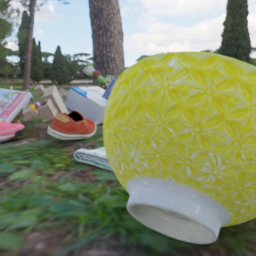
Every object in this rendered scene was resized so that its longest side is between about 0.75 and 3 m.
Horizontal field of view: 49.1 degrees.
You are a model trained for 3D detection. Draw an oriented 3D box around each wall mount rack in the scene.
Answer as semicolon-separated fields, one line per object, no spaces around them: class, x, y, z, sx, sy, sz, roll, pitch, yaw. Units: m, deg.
wall mount rack;-3.887;-0.909;8.418;0.354;0.825;0.949;42;12;32

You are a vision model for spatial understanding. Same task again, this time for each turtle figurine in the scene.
turtle figurine;-1.040;-2.935;15.954;2.697;2.782;2.002;38;43;-5

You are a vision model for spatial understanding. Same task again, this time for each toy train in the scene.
toy train;-4.490;-0.417;11.724;1.643;0.608;2.187;-22;8;36

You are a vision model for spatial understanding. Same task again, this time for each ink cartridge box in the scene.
ink cartridge box;-1.454;-1.076;12.639;1.710;0.988;2.343;31;20;15

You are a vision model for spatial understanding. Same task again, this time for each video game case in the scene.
video game case;-4.491;-0.807;9.740;1.944;0.170;1.390;10;53;24

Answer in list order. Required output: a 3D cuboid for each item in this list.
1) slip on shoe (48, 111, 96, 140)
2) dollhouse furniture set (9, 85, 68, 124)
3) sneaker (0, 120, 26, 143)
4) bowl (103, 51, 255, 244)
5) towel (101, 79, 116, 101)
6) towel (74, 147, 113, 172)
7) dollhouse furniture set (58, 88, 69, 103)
slip on shoe;-1.576;-0.135;8.628;0.898;0.742;2.424;24;9;14
dollhouse furniture set;-3.777;-0.232;10.228;2.950;1.441;2.516;-20;30;3
sneaker;-4.495;-0.148;8.411;2.651;1.150;0.977;-1;10;-8
bowl;0.655;0.495;3.235;2.435;2.435;1.310;6;54;30
towel;-0.410;-1.433;12.036;1.280;0.927;0.153;27;13;-34
towel;0.096;0.548;6.703;1.698;0.349;2.277;9;13;40
dollhouse furniture set;-2.635;-0.827;15.064;2.759;1.347;2.353;31;1;7
